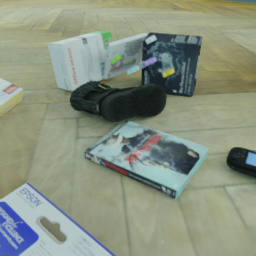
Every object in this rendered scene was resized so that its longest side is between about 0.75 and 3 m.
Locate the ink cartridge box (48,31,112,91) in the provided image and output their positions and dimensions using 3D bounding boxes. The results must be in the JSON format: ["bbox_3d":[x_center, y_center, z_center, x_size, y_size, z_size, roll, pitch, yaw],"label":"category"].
[{"bbox_3d":[-1.745,-2.720,11.156,1.030,1.788,2.450,17,35,41],"label":"ink cartridge box"}]

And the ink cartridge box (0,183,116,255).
[{"bbox_3d":[-2.026,2.421,4.374,2.830,0.673,2.864,25,38,35],"label":"ink cartridge box"}]

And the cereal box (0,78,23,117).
[{"bbox_3d":[-5.377,-1.274,9.300,2.943,0.582,2.117,26,36,1],"label":"cereal box"}]

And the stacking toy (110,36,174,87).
[{"bbox_3d":[0.466,-2.180,9.891,1.913,1.443,0.450,-25,17,15],"label":"stacking toy"}]

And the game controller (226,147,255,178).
[{"bbox_3d":[3.454,0.962,6.820,1.995,0.420,1.041,18,37,24],"label":"game controller"}]

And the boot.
[{"bbox_3d":[-0.301,-0.997,9.313,2.781,1.046,2.079,-11,19,-39],"label":"boot"}]

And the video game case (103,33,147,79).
[{"bbox_3d":[-0.116,-2.836,11.146,1.815,1.652,0.215,-25,62,-29],"label":"video game case"}]

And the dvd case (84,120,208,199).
[{"bbox_3d":[0.488,0.660,7.400,2.682,0.295,1.958,19,37,30],"label":"dvd case"}]

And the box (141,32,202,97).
[{"bbox_3d":[1.607,-2.402,10.601,2.031,1.997,1.192,9,35,14],"label":"box"}]
